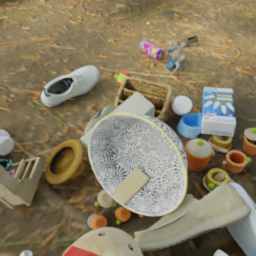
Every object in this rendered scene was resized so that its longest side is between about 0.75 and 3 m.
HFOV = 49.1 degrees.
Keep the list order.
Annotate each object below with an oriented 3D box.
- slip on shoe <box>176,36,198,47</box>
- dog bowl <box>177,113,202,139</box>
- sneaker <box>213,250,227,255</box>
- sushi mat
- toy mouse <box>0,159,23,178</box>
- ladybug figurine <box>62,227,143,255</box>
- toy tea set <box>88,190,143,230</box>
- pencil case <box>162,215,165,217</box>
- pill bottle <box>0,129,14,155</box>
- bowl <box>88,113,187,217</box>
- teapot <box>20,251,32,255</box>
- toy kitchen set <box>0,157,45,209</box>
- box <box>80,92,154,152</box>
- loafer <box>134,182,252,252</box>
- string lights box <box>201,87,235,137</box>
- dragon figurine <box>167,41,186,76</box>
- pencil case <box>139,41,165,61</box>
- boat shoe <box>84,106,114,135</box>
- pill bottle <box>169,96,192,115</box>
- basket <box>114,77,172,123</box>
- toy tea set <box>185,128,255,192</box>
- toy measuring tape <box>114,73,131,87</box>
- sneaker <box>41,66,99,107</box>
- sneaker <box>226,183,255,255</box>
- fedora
[{"bbox_3d":[2.851,-4.314,14.003,1.399,0.424,0.532,-8,44,-9],"label":"slip on shoe"},{"bbox_3d":[2.494,-0.121,9.519,1.626,0.403,0.906,-4,43,-5],"label":"dog bowl"},{"bbox_3d":[1.307,3.054,5.541,2.724,1.004,1.574,28,57,10],"label":"sneaker"},{"bbox_3d":[0.065,1.431,6.951,0.450,0.057,0.941,40,71,21],"label":"sushi mat"},{"bbox_3d":[-3.534,1.325,7.967,1.307,0.285,1.471,-34,47,-24],"label":"toy mouse"},{"bbox_3d":[-0.585,2.863,4.445,1.744,0.924,2.569,17,64,7],"label":"ladybug figurine"},{"bbox_3d":[-0.270,2.002,7.267,1.750,0.647,1.040,-17,75,-22],"label":"toy tea set"},{"bbox_3d":[0.957,1.715,7.430,0.566,0.566,1.280,-6,40,-6],"label":"pencil case"},{"bbox_3d":[-4.307,0.318,8.763,1.465,0.800,0.800,23,48,23],"label":"pill bottle"},{"bbox_3d":[0.403,0.661,6.571,2.539,2.539,1.192,25,34,24],"label":"bowl"},{"bbox_3d":[-2.753,3.266,5.309,1.619,1.198,1.641,2,44,3],"label":"teapot"},{"bbox_3d":[-3.305,1.115,7.244,1.288,1.579,1.424,-13,41,19],"label":"toy kitchen set"},{"bbox_3d":[-0.269,0.020,8.475,2.286,0.939,0.782,-41,68,-13],"label":"box"},{"bbox_3d":[1.325,2.040,6.360,2.730,1.033,0.932,-21,63,1],"label":"loafer"},{"bbox_3d":[2.961,-0.570,9.266,0.974,0.559,1.896,5,42,12],"label":"string lights box"},{"bbox_3d":[2.120,-2.979,12.362,0.702,1.185,2.384,4,62,2],"label":"dragon figurine"},{"bbox_3d":[1.109,-3.679,13.232,0.587,0.587,1.328,-30,50,-28],"label":"pencil case"},{"bbox_3d":[-1.029,-0.162,9.522,0.502,0.571,1.605,-22,25,47],"label":"boat shoe"},{"bbox_3d":[1.783,-0.755,9.623,0.650,0.650,1.138,-1,2,-1],"label":"pill bottle"},{"bbox_3d":[0.448,-0.763,9.537,1.786,1.330,1.274,19,46,18],"label":"basket"},{"bbox_3d":[2.890,0.593,8.289,2.792,1.033,1.660,-32,51,-29],"label":"toy tea set"},{"bbox_3d":[0.113,-1.756,11.098,1.781,0.655,0.655,29,50,27],"label":"toy measuring tape"},{"bbox_3d":[-2.074,-1.657,10.617,2.604,0.922,0.951,-39,92,-27],"label":"sneaker"},{"bbox_3d":[3.092,2.477,6.507,0.943,0.972,2.663,2,46,-22],"label":"sneaker"},{"bbox_3d":[-1.694,1.032,7.935,1.473,0.601,1.473,-25,45,28],"label":"fedora"}]
